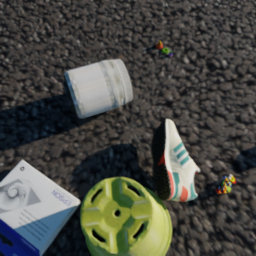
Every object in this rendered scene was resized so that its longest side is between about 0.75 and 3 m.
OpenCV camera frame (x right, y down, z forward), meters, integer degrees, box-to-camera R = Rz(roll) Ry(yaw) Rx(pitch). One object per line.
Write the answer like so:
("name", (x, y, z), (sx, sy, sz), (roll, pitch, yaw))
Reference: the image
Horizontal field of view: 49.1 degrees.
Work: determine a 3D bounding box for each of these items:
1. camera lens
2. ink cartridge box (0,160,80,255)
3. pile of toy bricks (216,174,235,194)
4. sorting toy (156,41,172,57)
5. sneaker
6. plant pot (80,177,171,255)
("camera lens", (-1.151, -1.435, 10.296), (2.229, 1.783, 1.783), (-18, 63, -9))
("ink cartridge box", (-3.270, 2.671, 8.822), (2.531, 0.515, 2.536), (30, 66, 15))
("pile of toy bricks", (3.275, 1.975, 9.321), (0.400, 0.449, 0.810), (49, 52, -7))
("sorting toy", (1.593, -3.494, 12.243), (0.326, 0.324, 0.941), (-37, 67, -18))
("sneaker", (1.599, 1.081, 9.284), (1.346, 1.014, 2.879), (14, 53, -21))
("plant pot", (-0.157, 2.543, 7.616), (2.709, 2.491, 2.709), (-3, 63, 6))
